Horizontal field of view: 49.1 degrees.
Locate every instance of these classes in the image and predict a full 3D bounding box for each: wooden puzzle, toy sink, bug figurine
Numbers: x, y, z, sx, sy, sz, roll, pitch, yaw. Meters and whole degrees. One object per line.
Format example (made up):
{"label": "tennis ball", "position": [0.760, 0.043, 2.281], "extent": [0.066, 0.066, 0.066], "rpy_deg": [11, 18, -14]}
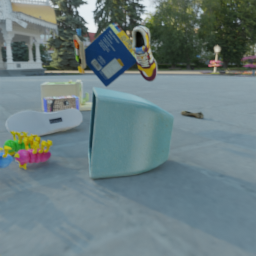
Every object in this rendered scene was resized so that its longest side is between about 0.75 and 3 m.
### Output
{"label": "wooden puzzle", "position": [-2.065, -3.146, 11.664], "extent": [0.227, 1.945, 1.312], "rpy_deg": [-13, 27, -19]}
{"label": "toy sink", "position": [-3.108, -1.760, 14.853], "extent": [2.649, 1.484, 1.727], "rpy_deg": [-1, 14, -6]}
{"label": "bug figurine", "position": [-3.118, 0.573, 6.926], "extent": [2.143, 0.711, 2.764], "rpy_deg": [-3, 9, -38]}

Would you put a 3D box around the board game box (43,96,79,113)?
{"label": "board game box", "position": [-2.751, -0.740, 11.566], "extent": [1.324, 1.056, 0.641], "rpy_deg": [-8, 16, -26]}

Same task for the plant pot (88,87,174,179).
{"label": "plant pot", "position": [0.037, 0.068, 6.845], "extent": [1.885, 1.846, 1.851], "rpy_deg": [3, 13, -11]}

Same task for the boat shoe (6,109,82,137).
{"label": "boat shoe", "position": [-2.960, -0.154, 9.943], "extent": [2.587, 0.917, 0.903], "rpy_deg": [-12, -9, -30]}

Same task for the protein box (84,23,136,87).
{"label": "protein box", "position": [-0.766, -3.303, 12.693], "extent": [1.941, 1.927, 1.309], "rpy_deg": [-35, 14, 25]}

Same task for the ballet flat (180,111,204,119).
{"label": "ballet flat", "position": [2.927, -0.658, 12.828], "extent": [0.443, 0.305, 1.314], "rpy_deg": [-8, 16, -31]}

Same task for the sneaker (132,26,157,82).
{"label": "sneaker", "position": [0.566, -2.842, 11.010], "extent": [0.820, 2.189, 0.986], "rpy_deg": [-9, 16, 23]}
